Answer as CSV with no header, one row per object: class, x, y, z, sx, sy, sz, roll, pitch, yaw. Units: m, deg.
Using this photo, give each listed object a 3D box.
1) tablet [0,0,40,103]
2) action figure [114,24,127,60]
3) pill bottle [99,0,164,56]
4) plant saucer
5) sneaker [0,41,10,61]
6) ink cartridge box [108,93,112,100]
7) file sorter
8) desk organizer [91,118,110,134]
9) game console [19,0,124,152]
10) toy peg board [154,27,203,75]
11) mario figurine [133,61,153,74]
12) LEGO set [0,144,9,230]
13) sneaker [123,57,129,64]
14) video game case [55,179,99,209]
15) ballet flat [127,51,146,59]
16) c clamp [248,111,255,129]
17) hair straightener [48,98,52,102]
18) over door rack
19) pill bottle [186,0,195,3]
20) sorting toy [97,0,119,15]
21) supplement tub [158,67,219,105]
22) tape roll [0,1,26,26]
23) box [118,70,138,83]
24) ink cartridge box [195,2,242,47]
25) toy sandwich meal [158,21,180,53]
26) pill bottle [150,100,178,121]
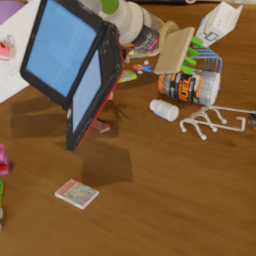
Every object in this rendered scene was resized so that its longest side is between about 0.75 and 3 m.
tablet,-3.095,-2.051,7.691,2.985,1.943,0.204,-25,-7,21
action figure,-0.630,-2.665,8.589,1.031,0.550,1.585,-23,65,-7
pill bottle,0.255,-4.229,11.906,1.745,1.745,2.999,26,14,37
plant saucer,-1.879,-3.484,8.227,2.205,0.553,2.205,4,3,0
sneaker,-3.431,-2.155,7.435,0.931,0.404,0.343,36,31,17
ink cartridge box,-1.549,-1.268,8.241,2.138,0.721,1.245,-1,-8,-1
file sorter,3.329,-3.042,13.698,1.774,1.569,2.557,0,30,-2
desk organizer,-1.178,-0.281,10.043,0.430,0.462,1.199,-24,38,-35
game console,-1.348,-1.103,5.692,1.484,2.501,2.155,14,44,-25
toy peg board,1.869,-2.623,10.195,0.776,1.587,1.580,21,-1,-24
mario figurine,0.815,-3.251,15.039,1.100,0.583,0.679,3,31,1
LEGO set,-3.604,1.264,6.774,1.011,1.088,2.651,-9,32,-14
sneaker,-0.430,-4.151,16.704,0.517,0.486,1.262,-22,35,-22
video game case,-1.301,1.658,7.102,0.908,0.079,0.649,17,34,27
ballet flat,0.431,-4.583,17.424,1.382,0.465,0.471,-9,32,-15
c clamp,5.291,-0.279,10.325,1.866,0.253,1.594,-1,25,1
hair straightener,-3.481,-1.528,12.136,0.272,0.511,1.327,-8,31,-18
over door rack,3.158,-0.233,9.483,2.276,0.758,1.681,0,22,46
pill bottle,2.298,-5.063,10.194,0.529,0.529,0.996,5,74,8
sorting toy,-0.844,-4.530,10.540,2.177,0.755,0.750,-30,12,4
supplement tub,2.528,-1.818,11.745,2.305,1.412,1.412,13,33,23
tape roll,-3.841,-2.898,9.413,2.367,2.367,1.006,-18,62,-28
box,-0.171,-2.650,14.279,1.273,0.308,0.747,-18,35,-31
ink cartridge box,3.043,-3.575,9.628,0.578,0.988,1.703,25,-9,-12
toy sandwich meal,1.621,-3.492,11.507,0.605,1.767,1.767,13,32,37
pill bottle,1.349,-0.706,10.662,0.578,0.578,1.062,-21,36,-32
